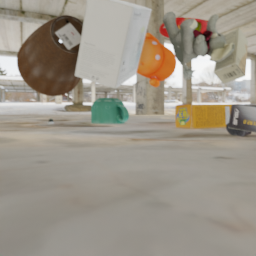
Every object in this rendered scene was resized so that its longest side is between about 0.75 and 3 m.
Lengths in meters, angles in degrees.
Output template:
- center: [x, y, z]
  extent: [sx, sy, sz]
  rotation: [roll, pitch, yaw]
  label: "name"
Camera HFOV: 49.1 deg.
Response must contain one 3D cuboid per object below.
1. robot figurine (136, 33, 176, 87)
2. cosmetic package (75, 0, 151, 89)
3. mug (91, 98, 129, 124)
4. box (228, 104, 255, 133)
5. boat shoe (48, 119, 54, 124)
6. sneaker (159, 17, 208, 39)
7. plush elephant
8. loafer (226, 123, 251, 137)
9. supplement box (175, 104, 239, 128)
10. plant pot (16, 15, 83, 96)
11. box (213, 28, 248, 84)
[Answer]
- center: [1.202, -3.145, 13.250]
  extent: [1.712, 2.112, 2.936]
  rotation: [35, 16, 29]
  label: "robot figurine"
- center: [-0.448, -3.079, 9.902]
  extent: [1.603, 2.608, 2.600]
  rotation: [18, 25, 10]
  label: "cosmetic package"
- center: [-0.901, -0.926, 15.077]
  extent: [2.198, 1.359, 1.806]
  rotation: [1, 4, 12]
  label: "mug"
- center: [4.018, -0.156, 6.872]
  extent: [2.521, 0.609, 1.997]
  rotation: [-3, 12, -42]
  label: "box"
- center: [-4.019, -0.347, 14.491]
  extent: [0.290, 0.285, 0.804]
  rotation: [-1, 4, -21]
  label: "boat shoe"
- center: [2.105, -3.878, 10.676]
  extent: [2.338, 0.900, 0.993]
  rotation: [14, 14, 39]
  label: "sneaker"
- center: [2.049, -2.400, 7.714]
  extent: [1.472, 1.901, 1.566]
  rotation: [-23, 27, -5]
  label: "plush elephant"
- center: [3.006, 0.064, 7.651]
  extent: [0.279, 0.319, 0.887]
  rotation: [1, 12, -11]
  label: "loafer"
- center: [3.258, -0.487, 11.322]
  extent: [2.879, 0.990, 0.958]
  rotation: [-5, 4, -34]
  label: "supplement box"
- center: [-2.651, -2.939, 10.818]
  extent: [2.777, 2.777, 2.972]
  rotation: [-2, -8, -29]
  label: "plant pot"
- center: [3.106, -2.168, 8.427]
  extent: [0.605, 1.556, 0.739]
  rotation: [38, -35, -29]
  label: "box"
